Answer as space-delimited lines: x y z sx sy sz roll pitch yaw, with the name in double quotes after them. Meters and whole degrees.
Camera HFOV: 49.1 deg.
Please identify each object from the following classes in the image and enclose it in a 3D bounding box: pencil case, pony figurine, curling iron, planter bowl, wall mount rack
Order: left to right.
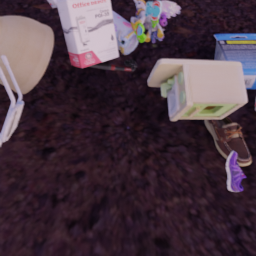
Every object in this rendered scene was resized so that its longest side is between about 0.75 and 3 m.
-2.410 -0.512 5.382 0.717 1.670 1.922 18 6 -18 "wall mount rack"
-3.043 -2.039 7.201 1.991 1.340 1.991 -19 61 38 "planter bowl"
-0.652 -3.484 9.666 2.292 0.953 1.040 40 48 14 "pencil case"
-0.479 -1.837 8.274 1.488 0.190 0.369 -1 62 2 "curling iron"
0.759 -3.480 9.015 1.549 1.336 1.604 18 54 -22 "pony figurine"

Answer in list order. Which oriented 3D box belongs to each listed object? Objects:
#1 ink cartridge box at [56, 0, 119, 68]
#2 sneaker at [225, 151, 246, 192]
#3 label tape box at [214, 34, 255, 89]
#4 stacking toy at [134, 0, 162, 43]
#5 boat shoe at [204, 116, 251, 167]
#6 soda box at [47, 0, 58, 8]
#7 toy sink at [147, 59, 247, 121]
-1.064 -2.662 7.611 1.266 1.728 0.715 -24 32 -26 "ink cartridge box"
2.355 0.944 6.085 0.375 0.898 0.362 -2 8 36 "sneaker"
4.544 -2.684 11.092 1.921 0.886 2.681 -1 47 -2 "label tape box"
0.767 -3.535 7.491 0.514 2.187 1.649 19 40 12 "stacking toy"
3.082 0.164 8.641 0.791 0.789 2.193 -11 50 -10 "boat shoe"
-1.726 -3.657 7.507 0.313 0.335 0.984 17 62 46 "soda box"
1.675 -0.894 7.216 2.118 1.381 1.187 1 74 -10 "toy sink"
